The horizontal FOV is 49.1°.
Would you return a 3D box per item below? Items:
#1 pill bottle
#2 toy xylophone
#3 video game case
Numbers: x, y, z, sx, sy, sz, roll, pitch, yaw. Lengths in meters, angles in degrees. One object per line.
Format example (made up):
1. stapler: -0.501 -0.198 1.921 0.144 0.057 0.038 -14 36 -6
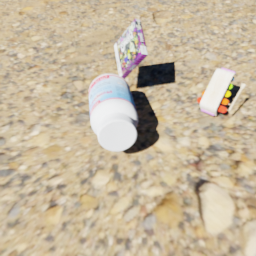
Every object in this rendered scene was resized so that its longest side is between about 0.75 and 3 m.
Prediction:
1. pill bottle: -0.465 -0.509 8.493 1.397 1.397 2.570 -6 36 -6
2. toy xylophone: 3.133 -1.173 9.411 1.245 0.427 1.700 37 99 29
3. video game case: 0.050 -2.617 9.421 0.270 1.506 1.365 2 69 -31
